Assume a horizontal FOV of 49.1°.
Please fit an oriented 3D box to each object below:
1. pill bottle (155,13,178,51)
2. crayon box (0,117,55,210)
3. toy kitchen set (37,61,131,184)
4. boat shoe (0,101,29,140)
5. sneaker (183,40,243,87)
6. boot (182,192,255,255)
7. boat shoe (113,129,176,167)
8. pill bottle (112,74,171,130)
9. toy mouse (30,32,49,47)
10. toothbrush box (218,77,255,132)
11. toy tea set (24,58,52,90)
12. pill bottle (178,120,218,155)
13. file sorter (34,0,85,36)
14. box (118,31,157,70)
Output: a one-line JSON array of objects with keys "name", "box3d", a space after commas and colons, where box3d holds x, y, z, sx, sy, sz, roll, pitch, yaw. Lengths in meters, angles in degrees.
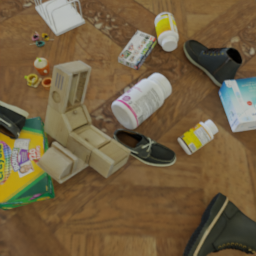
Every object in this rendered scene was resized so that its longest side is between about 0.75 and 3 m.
[{"name": "pill bottle", "box3d": [1.597, -3.925, 11.531, 0.833, 0.833, 1.525, -4, 62, -2]}, {"name": "crayon box", "box3d": [-3.349, 1.073, 8.917, 1.578, 0.774, 2.658, -13, 63, -7]}, {"name": "toy kitchen set", "box3d": [-1.412, -0.085, 8.105, 2.737, 2.470, 2.233, 33, 35, 20]}, {"name": "boat shoe", "box3d": [-3.988, -0.438, 7.673, 1.049, 2.920, 0.987, 15, 79, 27]}, {"name": "sneaker", "box3d": [3.227, -2.824, 10.600, 0.937, 1.331, 2.507, -31, 69, -26]}, {"name": "boot", "box3d": [2.695, 3.275, 7.724, 1.743, 0.976, 2.520, 34, 68, 11]}, {"name": "boat shoe", "box3d": [0.528, 0.640, 9.194, 2.197, 0.743, 0.789, 22, 64, 9]}, {"name": "pill bottle", "box3d": [0.507, -0.965, 9.773, 1.142, 1.142, 2.014, 41, 66, 19]}, {"name": "toy mouse", "box3d": [-3.748, -3.651, 11.751, 0.974, 0.188, 0.866, 40, 69, 19]}, {"name": "toothbrush box", "box3d": [4.163, -0.837, 9.951, 1.288, 0.750, 1.759, -7, 64, -3]}, {"name": "toy tea set", "box3d": [-2.918, -1.981, 10.565, 1.954, 0.723, 1.162, 18, 64, 9]}, {"name": "pill bottle", "box3d": [2.304, 0.285, 9.224, 1.236, 0.675, 0.675, -36, 66, 3]}, {"name": "file sorter", "box3d": [-3.053, -5.291, 12.014, 1.415, 1.269, 2.039, -32, 67, -15]}, {"name": "box", "box3d": [0.396, -3.186, 11.443, 0.930, 0.293, 1.690, 27, 65, 13]}]
